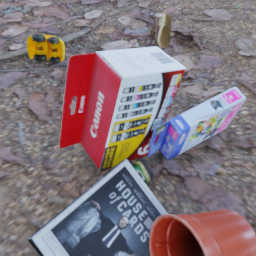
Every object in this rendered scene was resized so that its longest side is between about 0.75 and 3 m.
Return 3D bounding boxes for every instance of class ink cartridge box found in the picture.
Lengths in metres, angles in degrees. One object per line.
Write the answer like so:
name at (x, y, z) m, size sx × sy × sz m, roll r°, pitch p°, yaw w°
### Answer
ink cartridge box at (1.816, 0.000, 7.642) m, size 2.659 × 1.586 × 0.558 m, roll -24°, pitch 63°, yaw -18°
ink cartridge box at (-0.252, -0.395, 6.908) m, size 2.471 × 2.815 × 1.180 m, roll -15°, pitch 48°, yaw -33°

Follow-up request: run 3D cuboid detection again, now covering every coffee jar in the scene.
coffee jar at (0.077, 1.302, 7.139) m, size 1.193 × 0.509 × 0.622 m, roll -28°, pitch 86°, yaw -25°

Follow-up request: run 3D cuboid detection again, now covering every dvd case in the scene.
dvd case at (-0.309, 2.098, 5.605) m, size 2.629 × 0.325 × 1.975 m, roll -36°, pitch 88°, yaw -41°

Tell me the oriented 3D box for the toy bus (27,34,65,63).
toy bus at (-3.216, -3.387, 11.615) m, size 1.462 × 0.992 × 1.403 m, roll 8°, pitch 30°, yaw 5°

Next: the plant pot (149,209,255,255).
plant pot at (1.514, 2.319, 5.390) m, size 1.586 × 1.631 × 1.631 m, roll -4°, pitch 42°, yaw -33°

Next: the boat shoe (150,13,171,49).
boat shoe at (1.417, -4.308, 12.668) m, size 0.793 × 0.795 × 2.203 m, roll -12°, pitch 50°, yaw 32°
